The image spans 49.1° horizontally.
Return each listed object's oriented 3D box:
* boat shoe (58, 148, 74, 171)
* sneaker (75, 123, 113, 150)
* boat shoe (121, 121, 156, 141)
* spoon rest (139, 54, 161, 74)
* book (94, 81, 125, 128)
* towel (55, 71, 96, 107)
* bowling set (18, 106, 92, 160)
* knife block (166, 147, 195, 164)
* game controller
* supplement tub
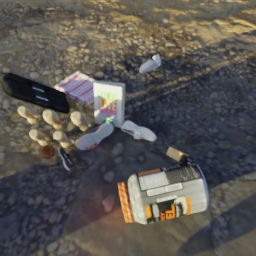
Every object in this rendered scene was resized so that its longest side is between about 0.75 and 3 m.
[{"bbox_3d":[-2.194,1.044,9.962,0.305,0.374,1.012,-37,51,5],"label":"boat shoe"},{"bbox_3d":[-1.309,0.319,10.818,1.574,0.606,0.644,-29,18,-11],"label":"sneaker"},{"bbox_3d":[0.384,0.231,10.824,1.447,0.512,0.502,24,56,22],"label":"boat shoe"},{"bbox_3d":[1.128,-2.980,13.264,0.544,0.892,1.796,54,40,-9],"label":"spoon rest"},{"bbox_3d":[-0.743,-0.913,10.920,1.163,1.740,0.418,9,31,13],"label":"book"},{"bbox_3d":[-2.073,-1.838,12.608,2.051,0.307,1.501,31,54,24],"label":"towel"},{"bbox_3d":[-2.855,0.306,10.412,2.697,1.448,1.877,9,74,7],"label":"bowling set"},{"bbox_3d":[1.770,0.993,9.548,0.981,0.861,0.314,24,93,14],"label":"knife block"},{"bbox_3d":[-3.585,-1.332,11.065,2.836,0.597,1.479,17,37,-43],"label":"game controller"},{"bbox_3d":[1.021,1.999,8.503,2.479,1.519,1.519,-13,50,-1],"label":"supplement tub"}]
